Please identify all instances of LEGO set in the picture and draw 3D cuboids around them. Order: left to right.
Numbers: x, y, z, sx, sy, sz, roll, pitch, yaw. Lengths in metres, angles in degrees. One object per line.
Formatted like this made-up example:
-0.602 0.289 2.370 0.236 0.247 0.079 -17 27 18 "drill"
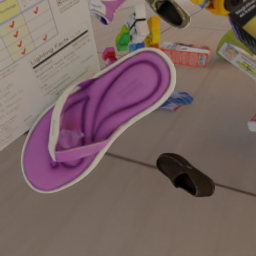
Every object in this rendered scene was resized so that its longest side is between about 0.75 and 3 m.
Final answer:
0.228 -1.660 6.156 0.890 0.957 2.333 -14 -4 -21 "LEGO set"

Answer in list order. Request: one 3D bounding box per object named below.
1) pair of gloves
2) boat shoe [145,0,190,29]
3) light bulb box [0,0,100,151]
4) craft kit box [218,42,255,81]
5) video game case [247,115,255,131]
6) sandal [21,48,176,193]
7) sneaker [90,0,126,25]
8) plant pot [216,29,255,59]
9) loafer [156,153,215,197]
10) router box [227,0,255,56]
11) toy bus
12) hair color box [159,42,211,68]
1.319 -0.943 9.503 1.399 0.198 1.740 21 36 33 "pair of gloves"
1.342 -4.611 10.537 2.324 0.831 0.695 43 34 5 "boat shoe"
-1.723 -1.229 3.755 1.398 2.241 2.221 35 64 25 "light bulb box"
2.810 -1.387 6.329 1.348 0.331 1.365 42 29 21 "craft kit box"
4.038 -0.744 5.640 2.773 0.242 1.983 -38 22 -24 "video game case"
-0.579 -0.113 3.788 1.108 2.722 0.669 48 11 4 "sandal"
-0.456 -3.522 7.782 0.772 1.214 2.129 23 28 18 "sneaker"
5.128 -3.555 12.821 1.443 1.443 1.542 -23 55 -33 "plant pot"
0.771 0.680 4.169 0.374 0.383 1.049 -6 23 -40 "loafer"
3.263 -1.949 4.339 2.638 0.689 2.074 -35 45 15 "router box"
2.332 -4.165 8.155 1.815 1.891 1.283 -13 39 -4 "toy bus"
2.600 -3.435 13.035 2.287 0.731 1.268 12 33 17 "hair color box"
